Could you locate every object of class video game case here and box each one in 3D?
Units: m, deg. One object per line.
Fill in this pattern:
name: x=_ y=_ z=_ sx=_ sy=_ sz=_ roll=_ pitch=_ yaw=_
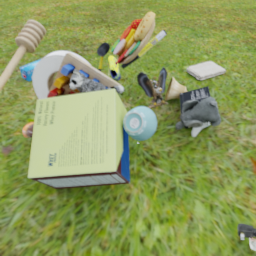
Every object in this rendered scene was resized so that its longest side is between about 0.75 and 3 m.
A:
video game case: x=0.599 y=-3.169 z=11.477 sx=1.614 sy=0.228 sz=1.786 roll=-44 pitch=12 yaw=-17

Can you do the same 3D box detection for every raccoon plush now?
raccoon plush: x=-1.036 y=-1.343 z=8.642 sx=1.549 sy=0.750 sz=1.038 roll=-15 pitch=76 yaw=-33

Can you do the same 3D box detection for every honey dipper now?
honey dipper: x=-3.003 y=-1.433 z=6.990 sx=0.567 sy=0.567 sz=2.987 roll=16 pitch=67 yaw=19

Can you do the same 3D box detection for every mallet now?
mallet: x=-1.063 y=-2.247 z=10.430 sx=0.369 sy=1.795 sz=0.591 roll=19 pitch=31 yaw=3

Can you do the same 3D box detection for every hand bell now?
hand bell: x=2.662 y=-1.375 z=11.812 sx=1.992 sy=1.037 sz=1.037 roll=15 pitch=39 yaw=-1

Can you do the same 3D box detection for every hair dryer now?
hair dryer: x=3.598 y=3.163 z=6.342 sx=2.259 sy=0.614 sz=1.721 roll=3 pitch=54 yaw=12

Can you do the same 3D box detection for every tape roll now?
tape roll: x=-2.277 y=-1.526 z=10.385 sx=2.595 sy=2.595 sz=0.474 roll=9 pitch=34 yaw=11

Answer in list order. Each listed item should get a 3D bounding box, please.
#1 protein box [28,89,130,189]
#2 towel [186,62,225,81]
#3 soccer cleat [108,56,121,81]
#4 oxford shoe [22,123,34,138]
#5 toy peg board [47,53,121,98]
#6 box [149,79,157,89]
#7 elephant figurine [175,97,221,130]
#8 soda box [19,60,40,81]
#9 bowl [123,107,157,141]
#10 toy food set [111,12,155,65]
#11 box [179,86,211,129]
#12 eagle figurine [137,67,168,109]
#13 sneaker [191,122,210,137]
protein box: x=-1.249 y=0.389 z=7.794 sx=2.282 sy=1.540 sz=2.266 roll=-6 pitch=66 yaw=11
towel: x=3.845 y=-2.829 z=13.891 sx=1.710 sy=0.295 sz=1.134 roll=-18 pitch=44 yaw=-22
soccer cleat: x=-0.647 y=-2.640 z=12.266 sx=0.394 sy=1.220 sz=0.510 roll=-24 pitch=-16 yaw=28
oxford shoe: x=-2.978 y=-0.127 z=10.100 sx=0.614 sy=0.601 sz=1.685 roll=5 pitch=35 yaw=28
toy peg board: x=-1.695 y=-0.966 z=9.286 sx=2.124 sy=2.116 sz=1.039 roll=32 pitch=27 yaw=-1
box: x=1.202 y=-1.917 z=12.810 sx=0.819 sy=0.202 sz=0.654 roll=18 pitch=40 yaw=21
elephant figurine: x=2.191 y=-0.381 z=9.271 sx=1.550 sy=1.202 sz=1.097 roll=-15 pitch=28 yaw=16
soda box: x=-4.367 y=-2.924 z=13.773 sx=0.593 sy=0.561 sz=1.749 roll=28 pitch=47 yaw=30
bowl: x=0.240 y=-0.131 z=7.399 sx=0.936 sy=0.936 sz=0.489 roll=23 pitch=7 yaw=26
toy food set: x=0.150 y=-2.887 z=9.114 sx=0.473 sy=1.926 sz=1.945 roll=32 pitch=13 yaw=-25
box: x=2.636 y=-0.813 z=10.760 sx=1.181 sy=0.660 sz=1.673 roll=-11 pitch=34 yaw=16
eagle figurine: x=0.989 y=-1.416 z=10.063 sx=1.006 sy=1.333 sz=1.011 roll=-15 pitch=0 yaw=44
sneaker: x=2.596 y=-0.117 z=9.846 sx=0.507 sy=1.145 sz=0.431 roll=23 pitch=29 yaw=13
